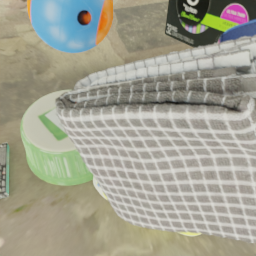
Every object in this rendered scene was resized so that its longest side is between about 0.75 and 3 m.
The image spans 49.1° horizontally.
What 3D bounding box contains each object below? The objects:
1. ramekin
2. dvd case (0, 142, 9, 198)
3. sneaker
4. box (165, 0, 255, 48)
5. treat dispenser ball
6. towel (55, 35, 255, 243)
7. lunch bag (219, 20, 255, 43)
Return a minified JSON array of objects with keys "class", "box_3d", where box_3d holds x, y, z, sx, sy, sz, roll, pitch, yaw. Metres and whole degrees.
[{"class":"ramekin","box_3d":[-1.334,0.114,6.332,2.134,1.042,2.134,0,49,0]},{"class":"dvd case","box_3d":[-3.574,1.074,6.063,1.897,0.209,1.385,-11,50,-11]},{"class":"sneaker","box_3d":[0.435,1.086,5.323,2.466,1.295,0.934,19,52,15]},{"class":"box","box_3d":[2.384,-2.704,5.981,1.737,2.076,2.795,-17,39,-26]},{"class":"treat dispenser ball","box_3d":[-0.980,-2.041,4.835,1.443,1.443,1.443,0,49,0]},{"class":"towel","box_3d":[0.405,0.232,2.500,1.933,1.601,0.827,-2,35,38]},{"class":"lunch bag","box_3d":[2.318,-0.107,3.369,2.875,1.953,1.902,10,85,-34]}]
